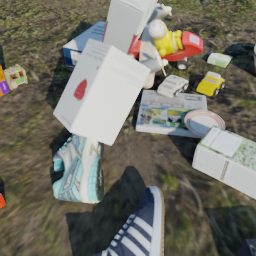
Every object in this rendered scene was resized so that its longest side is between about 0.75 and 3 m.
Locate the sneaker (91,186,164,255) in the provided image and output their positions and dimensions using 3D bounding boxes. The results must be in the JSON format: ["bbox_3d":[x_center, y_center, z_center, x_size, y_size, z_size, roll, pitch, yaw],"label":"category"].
[{"bbox_3d":[-0.090,2.246,5.391,1.479,0.955,2.726,6,45,4],"label":"sneaker"}]

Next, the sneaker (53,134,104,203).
[{"bbox_3d":[-1.288,0.569,7.160,1.239,1.114,2.871,-4,42,0],"label":"sneaker"}]

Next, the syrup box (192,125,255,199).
[{"bbox_3d":[2.872,0.932,6.836,2.328,0.948,0.917,27,51,26],"label":"syrup box"}]

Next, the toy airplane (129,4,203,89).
[{"bbox_3d":[0.924,-3.238,10.565,2.934,2.079,2.947,-37,67,-7],"label":"toy airplane"}]

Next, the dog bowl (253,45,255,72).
[{"bbox_3d":[5.912,-2.479,10.528,2.395,0.883,2.395,-5,43,4],"label":"dog bowl"}]

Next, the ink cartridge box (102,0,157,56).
[{"bbox_3d":[0.158,-3.030,7.065,0.797,1.403,1.925,25,57,-1],"label":"ink cartridge box"}]

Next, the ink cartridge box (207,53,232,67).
[{"bbox_3d":[3.860,-2.936,11.662,0.772,0.254,1.061,23,49,24],"label":"ink cartridge box"}]

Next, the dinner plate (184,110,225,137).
[{"bbox_3d":[2.251,-0.109,8.273,1.175,0.142,1.175,2,42,-2],"label":"dinner plate"}]

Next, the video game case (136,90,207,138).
[{"bbox_3d":[1.429,-0.498,8.964,2.142,0.236,1.953,7,43,6],"label":"video game case"}]

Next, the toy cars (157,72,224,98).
[{"bbox_3d":[2.266,-1.604,9.734,2.723,0.603,1.221,-5,36,-13],"label":"toy cars"}]

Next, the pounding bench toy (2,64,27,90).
[{"bbox_3d":[-4.012,-1.800,10.140,0.735,0.586,0.943,-31,50,-30],"label":"pounding bench toy"}]

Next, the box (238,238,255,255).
[{"bbox_3d":[2.831,2.685,5.100,1.181,0.693,1.161,-3,42,-1],"label":"box"}]

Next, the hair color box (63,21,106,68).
[{"bbox_3d":[-1.282,-3.482,11.776,1.441,0.872,2.882,17,45,18],"label":"hair color box"}]

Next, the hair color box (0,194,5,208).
[{"bbox_3d":[-3.614,1.838,6.212,0.742,0.448,1.462,32,50,30],"label":"hair color box"}]

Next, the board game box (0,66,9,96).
[{"bbox_3d":[-5.706,-1.917,9.075,2.163,2.165,2.164,24,47,25],"label":"board game box"}]

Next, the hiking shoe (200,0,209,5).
[{"bbox_3d":[1.958,-3.746,7.599,0.304,0.403,0.801,-26,61,6],"label":"hiking shoe"}]

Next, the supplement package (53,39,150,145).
[{"bbox_3d":[-0.609,-0.773,6.104,1.121,1.872,1.135,22,9,-38],"label":"supplement package"}]
